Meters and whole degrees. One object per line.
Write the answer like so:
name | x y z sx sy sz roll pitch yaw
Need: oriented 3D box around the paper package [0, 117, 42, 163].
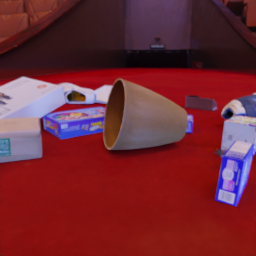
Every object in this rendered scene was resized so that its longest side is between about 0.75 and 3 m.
paper package | -3.092 0.277 7.337 1.583 0.819 1.509 -4 16 -18

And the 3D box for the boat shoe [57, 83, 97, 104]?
boat shoe | -3.020 -1.712 14.530 2.764 0.980 0.965 15 18 26

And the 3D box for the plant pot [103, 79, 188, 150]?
plant pot | 0.539 -0.244 7.779 2.048 1.908 1.908 7 12 -19

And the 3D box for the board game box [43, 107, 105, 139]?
board game box | -1.558 -0.233 9.748 2.334 0.523 1.569 -10 18 -33

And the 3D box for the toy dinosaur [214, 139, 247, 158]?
toy dinosaur | 2.447 0.757 6.648 0.565 1.076 0.977 -4 -27 46

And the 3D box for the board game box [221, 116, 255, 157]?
board game box | 3.099 0.170 7.506 0.783 0.797 1.520 10 13 30

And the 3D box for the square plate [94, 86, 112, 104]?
square plate | -1.104 -1.778 15.145 1.982 0.285 2.001 10 34 35

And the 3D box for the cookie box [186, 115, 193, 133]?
cookie box | 1.628 -0.174 9.617 1.120 0.421 0.958 4 16 12

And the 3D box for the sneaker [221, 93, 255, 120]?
sneaker | 4.432 -0.235 9.186 2.024 1.114 2.764 -22 32 -20

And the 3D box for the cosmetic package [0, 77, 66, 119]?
cosmetic package | -3.954 -0.746 9.482 2.196 0.752 2.912 18 39 29

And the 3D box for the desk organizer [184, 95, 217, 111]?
desk organizer | 3.427 -1.180 13.190 1.425 0.549 0.511 12 19 36

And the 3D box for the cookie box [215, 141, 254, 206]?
cookie box | 2.014 0.808 5.253 0.395 0.900 1.052 14 19 30
